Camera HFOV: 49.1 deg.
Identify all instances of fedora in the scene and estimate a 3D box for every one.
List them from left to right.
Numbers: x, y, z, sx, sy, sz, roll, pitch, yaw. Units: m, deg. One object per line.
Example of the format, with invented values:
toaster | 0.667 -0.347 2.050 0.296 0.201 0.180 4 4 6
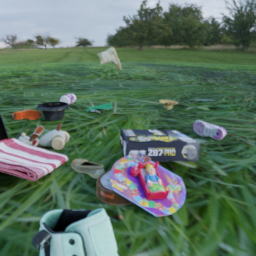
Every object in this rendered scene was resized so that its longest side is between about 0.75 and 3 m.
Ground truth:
fedora | -3.815 -0.826 14.439 1.767 0.807 1.767 1 17 0

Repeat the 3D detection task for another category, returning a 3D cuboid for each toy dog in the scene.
toy dog | -3.246 0.288 10.813 1.947 0.938 1.284 -7 19 -20

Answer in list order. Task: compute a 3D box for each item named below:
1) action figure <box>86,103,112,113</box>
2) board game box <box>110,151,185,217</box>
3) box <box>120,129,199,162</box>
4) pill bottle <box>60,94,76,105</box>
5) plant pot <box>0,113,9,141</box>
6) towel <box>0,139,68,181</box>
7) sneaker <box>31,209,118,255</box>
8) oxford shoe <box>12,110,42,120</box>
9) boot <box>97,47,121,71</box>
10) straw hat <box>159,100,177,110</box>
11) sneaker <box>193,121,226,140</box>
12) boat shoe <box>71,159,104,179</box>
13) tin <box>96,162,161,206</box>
action figure | -1.660 -1.076 15.880 1.504 0.411 0.889 -8 20 -1
board game box | 0.563 1.311 7.274 2.065 0.402 1.632 28 38 15
box | 0.909 0.550 9.619 2.257 0.688 2.800 3 7 -5
pill bottle | -3.768 -1.803 17.724 0.637 0.637 1.135 5 19 14
plant pot | -5.208 0.471 8.931 1.761 1.985 1.980 -7 17 12
towel | -3.119 0.826 8.289 2.122 0.335 2.947 17 4 2
sneaker | -0.152 2.140 3.786 3.004 1.772 1.105 11 20 27
oxford shoe | -5.218 -0.721 14.636 1.490 0.531 0.543 0 13 1
boot | -0.745 -2.664 11.287 0.768 0.993 0.358 -25 27 -4
straw hat | 2.359 -1.311 16.519 1.077 0.456 1.077 3 20 -1
sneaker | 3.557 0.094 12.100 0.679 0.618 1.536 -8 23 -42
boat shoe | -1.267 1.199 8.830 1.391 0.436 0.510 13 22 34
tin | 0.092 1.462 8.060 1.315 0.492 2.349 17 24 31
